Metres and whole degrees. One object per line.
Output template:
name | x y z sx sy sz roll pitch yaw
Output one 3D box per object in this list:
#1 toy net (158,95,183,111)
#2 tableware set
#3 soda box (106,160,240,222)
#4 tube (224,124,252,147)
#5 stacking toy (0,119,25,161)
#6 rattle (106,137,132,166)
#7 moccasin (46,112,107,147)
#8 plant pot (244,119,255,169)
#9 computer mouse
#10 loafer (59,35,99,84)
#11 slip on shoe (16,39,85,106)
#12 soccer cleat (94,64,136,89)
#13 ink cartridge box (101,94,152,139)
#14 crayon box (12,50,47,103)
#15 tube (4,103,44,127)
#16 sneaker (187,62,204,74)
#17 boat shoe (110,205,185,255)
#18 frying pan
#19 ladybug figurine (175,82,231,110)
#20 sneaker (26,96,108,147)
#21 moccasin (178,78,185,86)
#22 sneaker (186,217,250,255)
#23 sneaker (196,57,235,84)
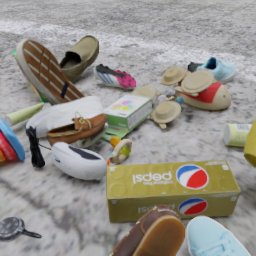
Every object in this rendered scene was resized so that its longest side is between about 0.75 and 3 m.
toy net | 1.390 -0.843 9.275 0.921 0.483 0.178 11 20 -15
tableware set | 1.346 -1.199 9.227 2.766 0.321 2.311 -37 37 -6
soda box | 0.842 1.294 5.778 2.557 0.819 0.866 -3 40 -2
tube | 3.883 0.260 7.713 2.347 0.681 0.609 2 17 3
stacking toy | -3.666 0.684 6.933 1.879 1.091 1.031 -35 45 -21
rattle | -0.424 0.546 7.071 0.743 0.677 1.040 43 45 16
moccasin | -1.270 -0.032 7.005 1.557 0.601 0.569 -20 33 -8
plant pot | 2.874 0.420 5.649 0.858 1.209 1.209 -46 48 -8
computer mouse | -1.481 0.725 6.525 2.063 1.131 0.452 17 33 13
loafer | -1.946 -2.823 11.176 0.970 0.860 2.552 25 68 6
slip on shoe | -2.265 -1.286 8.138 0.867 2.861 1.088 -1 59 32
soccer cleat | -0.504 -1.870 10.823 1.744 0.753 0.609 25 54 7
ink cartridge box | -0.156 -0.366 8.452 0.953 0.544 1.835 13 37 36
crayon box | -3.445 -2.024 10.296 0.658 1.342 2.260 -30 43 -17
tube | -3.131 -0.422 8.611 0.398 0.356 1.370 -2 19 30
sneaker | 3.086 -2.619 11.981 1.404 0.537 0.804 -27 49 -26
boat shoe | 0.066 1.973 4.041 1.960 0.690 0.689 -47 10 -2
frying pan | -2.216 2.042 5.472 0.948 0.154 0.573 20 39 32
ladybug figurine | 2.602 -1.280 9.819 2.048 0.737 1.390 19 38 26
sneaker | -1.697 0.026 7.801 2.259 0.832 1.305 -22 56 -2
moccasin | 2.036 -1.534 9.366 0.868 0.318 0.335 9 7 44
sneaker | 1.563 2.239 4.011 0.904 1.002 2.446 -28 46 -2
sneaker | 3.563 -2.337 11.113 0.942 1.045 2.550 28 43 33
